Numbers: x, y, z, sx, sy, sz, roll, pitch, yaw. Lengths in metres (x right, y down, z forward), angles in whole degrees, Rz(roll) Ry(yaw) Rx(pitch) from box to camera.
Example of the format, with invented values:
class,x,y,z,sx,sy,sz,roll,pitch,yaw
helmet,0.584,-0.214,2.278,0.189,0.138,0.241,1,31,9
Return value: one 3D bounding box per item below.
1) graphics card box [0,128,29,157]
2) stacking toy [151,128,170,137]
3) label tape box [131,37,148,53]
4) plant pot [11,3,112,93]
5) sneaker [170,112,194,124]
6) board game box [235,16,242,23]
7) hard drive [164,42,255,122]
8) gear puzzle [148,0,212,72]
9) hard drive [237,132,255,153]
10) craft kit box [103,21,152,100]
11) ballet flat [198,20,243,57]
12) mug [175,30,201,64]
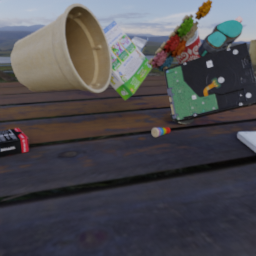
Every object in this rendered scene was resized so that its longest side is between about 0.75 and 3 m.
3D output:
class,x,y,z,sx,sy,sz,roll,pitch,yaw
graphics card box,-4.404,0.550,8.963,2.088,0.531,1.310,-10,21,-32
stacking toy,1.285,0.126,10.695,0.841,0.359,0.359,-10,20,-42
label tape box,0.205,-3.497,13.571,0.716,1.551,2.165,26,38,-2
plant pot,-2.237,-2.267,9.072,2.466,2.694,2.694,-7,13,25
sneaker,2.530,-0.660,12.686,0.968,0.900,2.241,-11,4,45
board game box,4.032,-3.860,10.966,0.684,0.209,0.903,-37,-14,0
hard drive,1.952,-1.021,6.725,2.025,1.415,0.383,-14,-10,27
gear puzzle,1.937,-3.091,9.673,0.372,2.843,1.473,48,21,21
hard drive,4.712,0.557,9.385,1.324,0.268,2.007,-1,17,-2
craft kit box,-0.341,-2.756,11.192,0.622,2.533,2.565,-35,15,41
ballet flat,3.001,-2.894,9.279,0.861,0.861,2.356,14,40,38
mug,2.700,-3.262,12.125,1.273,1.908,1.694,-6,49,29
